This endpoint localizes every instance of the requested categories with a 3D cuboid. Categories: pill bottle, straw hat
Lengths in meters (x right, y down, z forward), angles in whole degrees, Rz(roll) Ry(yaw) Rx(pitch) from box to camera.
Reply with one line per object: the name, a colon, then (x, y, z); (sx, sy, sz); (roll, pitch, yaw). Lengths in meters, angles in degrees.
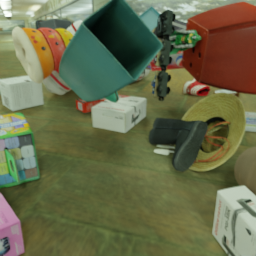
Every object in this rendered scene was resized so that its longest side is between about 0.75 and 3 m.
pill bottle: (0.316, -3.682, 18.339); (1.365, 1.365, 2.346); (17, 28, 34)
straw hat: (2.823, 0.347, 8.893); (1.169, 2.762, 2.762); (32, 8, -29)
pill bottle: (-1.747, -2.565, 9.600); (2.849, 1.599, 1.599); (-36, 23, 8)

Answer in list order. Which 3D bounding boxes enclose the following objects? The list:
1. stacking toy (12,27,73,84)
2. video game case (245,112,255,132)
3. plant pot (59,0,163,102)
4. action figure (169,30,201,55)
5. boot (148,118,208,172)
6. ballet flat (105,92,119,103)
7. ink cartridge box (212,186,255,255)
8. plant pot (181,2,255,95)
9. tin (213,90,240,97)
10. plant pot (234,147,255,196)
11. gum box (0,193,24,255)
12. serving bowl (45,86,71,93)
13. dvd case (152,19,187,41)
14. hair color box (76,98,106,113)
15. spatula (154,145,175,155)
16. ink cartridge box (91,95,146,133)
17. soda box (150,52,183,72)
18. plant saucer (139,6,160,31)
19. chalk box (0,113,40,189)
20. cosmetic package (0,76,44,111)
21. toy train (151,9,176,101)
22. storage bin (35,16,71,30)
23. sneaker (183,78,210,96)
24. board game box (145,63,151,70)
stacking toy: (-1.978, -2.293, 7.826); (2.103, 1.537, 1.537); (-29, 34, -24)
video game case: (5.410, -0.240, 11.684); (2.011, 0.222, 1.830); (5, 23, 10)
plant pot: (-0.658, -1.696, 6.943); (2.232, 1.576, 1.577); (-27, 22, 50)
action figure: (1.797, -2.962, 9.488); (0.463, 1.000, 1.693); (2, 7, -34)
boot: (1.340, 0.461, 9.088); (2.121, 0.696, 1.748); (8, 59, 54)
ballet flat: (-1.084, -1.785, 10.510); (0.872, 0.834, 2.476); (-15, 55, -10)
ink cartridge box: (2.269, 2.013, 5.156); (0.660, 1.169, 1.593); (-7, 23, -13)
plant pot: (3.334, -2.770, 9.830); (2.317, 2.630, 2.627); (-6, 35, -10)
tin: (5.422, -1.876, 15.456); (1.579, 0.330, 0.884); (-10, 21, -22)
plant pot: (3.452, 1.192, 6.469); (2.140, 2.140, 1.867); (-3, 5, -8)
gum box: (-3.264, 1.938, 5.750); (1.404, 0.818, 2.475); (-17, 28, -37)
serving bowl: (-3.315, -3.178, 15.387); (0.981, 2.983, 2.983); (22, 28, 13)
dvd case: (1.797, -4.101, 13.335); (1.681, 2.261, 0.181); (10, 45, -22)
hair color box: (-1.593, -1.206, 13.582); (1.661, 0.509, 0.843); (-16, 27, -34)
spatula: (1.686, 0.719, 9.607); (1.482, 0.119, 1.031); (7, 20, 13)
ink cartridge box: (-0.338, -0.650, 11.781); (1.563, 0.882, 2.129); (11, 25, 24)
soda box: (2.023, -3.019, 12.405); (2.073, 0.726, 0.657); (-3, 29, 15)
plant saucer: (0.353, -3.945, 11.427); (2.442, 0.232, 0.854); (-41, 79, -10)
chalk box: (-3.421, 0.694, 7.839); (1.496, 1.504, 2.417); (-11, 24, -24)
cosmetic package: (-5.247, -1.744, 13.799); (1.600, 1.320, 1.319); (-20, 30, -39)
toy train: (1.059, -2.241, 8.774); (0.482, 2.825, 0.647); (5, -2, -33)
storage bin: (-3.064, -4.263, 11.884); (0.925, 1.003, 1.378); (-4, 11, 30)
sneaker: (4.263, -2.355, 16.124); (1.341, 0.910, 2.322); (27, 46, 32)
board game box: (0.965, -3.622, 14.747); (0.740, 1.100, 0.246); (7, -19, 1)
